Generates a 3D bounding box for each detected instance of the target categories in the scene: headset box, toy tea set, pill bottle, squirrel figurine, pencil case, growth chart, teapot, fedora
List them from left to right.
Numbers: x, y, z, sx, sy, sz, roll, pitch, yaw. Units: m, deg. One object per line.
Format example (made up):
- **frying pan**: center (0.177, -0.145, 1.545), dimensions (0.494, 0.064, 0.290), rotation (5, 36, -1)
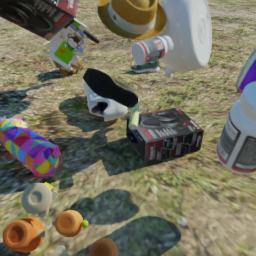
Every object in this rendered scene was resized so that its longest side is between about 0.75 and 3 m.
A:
- **pencil case**: center (-2.627, 0.427, 7.295), dimensions (2.099, 0.927, 0.927), rotation (30, 43, 34)
- **headset box**: center (-2.472, -3.336, 7.508), dimensions (2.130, 0.822, 1.585), rotation (21, -23, -38)
- **toy tea set**: center (-1.208, 2.004, 5.038), dimensions (2.141, 0.792, 1.273), rotation (33, 76, 15)
- **growth chart**: center (-2.020, -2.880, 9.426), dimensions (1.219, 1.685, 0.149), rotation (22, 18, -24)
- **squirrel figurine**: center (-2.611, -2.895, 12.665), dimensions (1.077, 0.816, 1.153), rotation (-18, 39, -37)
- **fedora**: center (0.135, -2.776, 6.279), dimensions (1.698, 0.692, 1.698), rotation (4, 65, -8)
- **pill bottle**: center (0.498, -1.576, 5.643), dimensions (0.770, 0.446, 0.446), rotation (-24, 39, -23)
- **headset box**: center (0.891, 0.166, 7.867), dimensions (1.888, 0.729, 1.405), rotation (-10, 34, -18)
- **teapot**: center (1.229, -2.566, 7.567), dimensions (1.610, 2.204, 2.176), rotation (3, 5, 31)
- **pill bottle**: center (2.232, 0.034, 5.054), dimensions (0.933, 1.610, 0.933), rotation (0, 48, -1)

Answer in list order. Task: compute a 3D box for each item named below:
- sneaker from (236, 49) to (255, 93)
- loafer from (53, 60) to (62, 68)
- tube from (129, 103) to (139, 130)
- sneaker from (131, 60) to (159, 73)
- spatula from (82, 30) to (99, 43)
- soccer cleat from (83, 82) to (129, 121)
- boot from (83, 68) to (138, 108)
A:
- **sneaker**: center (3.220, -1.496, 6.080), dimensions (0.985, 1.981, 0.689), rotation (36, 11, 13)
- **loafer**: center (-2.327, -2.940, 10.461), dimensions (0.682, 0.605, 1.793), rotation (-15, 36, 24)
- **tube**: center (0.152, -0.299, 6.911), dimensions (0.232, 0.208, 0.800), rotation (-5, 44, 15)
- **sneaker**: center (0.772, -2.891, 12.780), dimensions (1.338, 0.610, 0.519), rotation (-6, 33, -8)
- **spatula**: center (-1.887, -3.941, 10.594), dimensions (0.799, 0.291, 2.828), rotation (34, 0, 29)
- **soccer cleat**: center (-1.063, -1.018, 9.586), dimensions (1.111, 0.899, 2.574), rotation (-30, 40, -25)
- **boot**: center (-0.316, -0.747, 4.934), dimensions (1.000, 0.387, 0.692), rotation (34, 17, -17)
